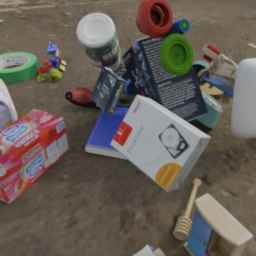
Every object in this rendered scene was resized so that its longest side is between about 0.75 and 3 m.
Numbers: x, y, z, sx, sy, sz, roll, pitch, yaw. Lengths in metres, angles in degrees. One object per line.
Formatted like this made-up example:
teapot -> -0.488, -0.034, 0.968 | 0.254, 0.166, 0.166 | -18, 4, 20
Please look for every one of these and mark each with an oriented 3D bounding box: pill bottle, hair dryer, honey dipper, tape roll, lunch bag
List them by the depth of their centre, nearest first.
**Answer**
honey dipper -> 1.548, 1.968, 7.100 | 0.357, 0.357, 1.881 | 14, 38, 17
pill bottle -> -0.844, -2.564, 8.874 | 1.120, 1.981, 1.120 | -1, 76, 6
lunch bag -> -4.407, -0.617, 9.200 | 1.245, 1.959, 1.661 | -14, 40, -19
hair dryer -> -1.036, -1.016, 9.210 | 2.362, 0.642, 1.799 | -1, 5, -37
tape roll -> -5.573, -2.926, 13.461 | 2.374, 0.571, 2.374 | 0, 36, 0

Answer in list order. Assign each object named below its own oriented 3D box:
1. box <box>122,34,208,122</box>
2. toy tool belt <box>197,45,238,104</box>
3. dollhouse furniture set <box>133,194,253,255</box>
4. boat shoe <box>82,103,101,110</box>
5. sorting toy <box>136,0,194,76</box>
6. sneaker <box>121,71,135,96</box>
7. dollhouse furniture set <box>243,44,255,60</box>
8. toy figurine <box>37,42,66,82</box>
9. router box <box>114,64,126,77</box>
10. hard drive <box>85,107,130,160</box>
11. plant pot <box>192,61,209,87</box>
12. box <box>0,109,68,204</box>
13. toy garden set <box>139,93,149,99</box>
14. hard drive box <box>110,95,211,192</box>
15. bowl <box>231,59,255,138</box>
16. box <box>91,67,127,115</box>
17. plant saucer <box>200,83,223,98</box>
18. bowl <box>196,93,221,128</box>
box -> 1.078, -1.440, 8.915 | 1.444, 2.697, 2.002 | -20, 4, -13
toy tool belt -> 2.781, -1.541, 8.574 | 1.935, 1.189, 1.208 | 26, 24, -25
dollhouse furniture set -> 1.026, 2.809, 4.912 | 2.476, 1.615, 2.337 | -20, 41, -24
boat shoe -> -1.447, -1.092, 11.109 | 1.407, 0.532, 0.520 | 16, 33, 7
sorting toy -> 0.881, -2.285, 7.101 | 1.210, 2.014, 0.827 | -37, 19, -22
sneaker -> 0.534, -2.259, 11.356 | 2.586, 0.907, 1.007 | -38, 40, -24
dollhouse furniture set -> 6.737, -3.764, 14.217 | 1.536, 0.999, 1.411 | -13, 39, -17
toy figurine -> -3.732, -3.300, 13.263 | 1.236, 1.404, 2.344 | -3, 36, -4
router box -> 0.076, -2.381, 12.791 | 1.883, 0.481, 1.404 | 9, 38, 12
hard drive -> -0.332, 0.059, 9.583 | 1.603, 0.308, 2.429 | 10, 37, 5
plant pot -> 3.000, -2.343, 11.763 | 0.994, 0.994, 0.797 | 16, 37, 20
box -> -3.010, 0.688, 8.020 | 1.226, 1.281, 2.569 | 18, 40, 22
toy garden set -> 0.761, 0.049, 8.061 | 0.421, 1.758, 2.109 | -19, 24, -12
hard drive box -> 0.620, 0.292, 5.812 | 1.648, 1.284, 0.633 | 36, 16, 30
bowl -> 3.999, -0.812, 8.004 | 2.281, 2.277, 0.851 | -8, 17, -37
box -> -0.519, -0.962, 7.123 | 0.293, 0.906, 1.149 | 12, 21, -30
plant saucer -> 3.459, -1.733, 12.082 | 1.682, 0.298, 1.682 | 0, 37, 0
bowl -> 2.722, -0.710, 9.827 | 1.368, 0.716, 1.368 | 31, 26, -17
